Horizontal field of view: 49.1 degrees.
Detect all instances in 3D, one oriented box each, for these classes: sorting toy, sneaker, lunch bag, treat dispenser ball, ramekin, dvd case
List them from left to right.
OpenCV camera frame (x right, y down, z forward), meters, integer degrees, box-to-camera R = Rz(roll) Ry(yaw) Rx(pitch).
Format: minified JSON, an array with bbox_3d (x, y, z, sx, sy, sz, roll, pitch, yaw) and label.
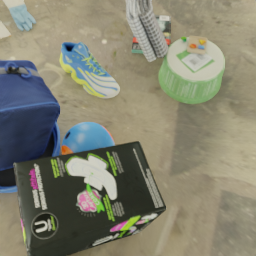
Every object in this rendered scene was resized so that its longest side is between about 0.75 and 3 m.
[{"bbox_3d":[-3.188,-0.445,7.234,1.953,2.875,1.902,-13,56,-45],"label":"lunch bag"},{"bbox_3d":[-1.349,-1.946,9.105,2.466,1.295,0.934,32,67,16],"label":"sneaker"},{"bbox_3d":[-1.089,0.558,7.698,1.443,1.443,1.443,0,62,0],"label":"treat dispenser ball"},{"bbox_3d":[0.894,-3.555,10.570,1.385,0.209,1.897,4,63,2],"label":"dvd case"},{"bbox_3d":[2.120,-1.967,9.254,2.134,1.042,2.134,0,62,0],"label":"ramekin"},{"bbox_3d":[2.086,-2.698,8.985,0.848,0.125,0.627,12,70,7],"label":"sorting toy"}]

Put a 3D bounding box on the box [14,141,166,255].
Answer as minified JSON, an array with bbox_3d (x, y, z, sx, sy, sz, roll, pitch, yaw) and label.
[{"bbox_3d":[-0.969,1.722,6.398,2.795,2.076,1.737,-8,60,-22],"label":"box"}]

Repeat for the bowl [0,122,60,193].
[{"bbox_3d":[-3.415,0.517,8.236,2.876,0.565,2.876,0,62,0],"label":"bowl"}]

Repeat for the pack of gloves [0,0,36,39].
[{"bbox_3d":[-4.769,-4.321,10.965,1.844,0.433,2.195,-25,72,-19],"label":"pack of gloves"}]

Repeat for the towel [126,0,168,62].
[{"bbox_3d":[0.647,-3.298,9.016,0.827,1.601,1.933,-20,41,18],"label":"towel"}]
